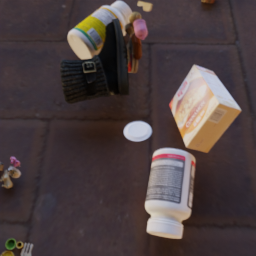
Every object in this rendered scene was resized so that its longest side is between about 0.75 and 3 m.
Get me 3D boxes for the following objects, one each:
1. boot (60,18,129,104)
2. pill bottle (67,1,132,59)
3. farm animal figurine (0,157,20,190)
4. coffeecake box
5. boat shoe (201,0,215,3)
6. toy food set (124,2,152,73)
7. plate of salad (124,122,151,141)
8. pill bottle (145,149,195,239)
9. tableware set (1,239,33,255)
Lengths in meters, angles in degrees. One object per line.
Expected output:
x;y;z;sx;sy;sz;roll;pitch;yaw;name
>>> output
-1.188;-2.370;9.738;2.296;1.156;3.072;-5;70;5;boot
-1.011;-3.878;11.127;1.450;1.450;2.571;39;71;17;pill bottle
-4.101;1.424;9.082;1.278;0.643;1.032;7;83;0;farm animal figurine
2.300;-0.650;8.907;0.826;1.735;2.260;15;35;-20;coffeecake box
3.880;-6.405;12.855;0.595;0.635;1.763;21;71;3;boat shoe
0.181;-3.064;9.879;0.406;2.580;1.640;1;26;-22;toy food set
0.286;0.126;8.390;0.831;0.200;0.831;-4;44;4;plate of salad
1.235;1.952;8.365;1.335;1.335;2.412;10;64;5;pill bottle
-3.330;3.903;8.065;0.852;0.194;1.265;9;65;5;tableware set
